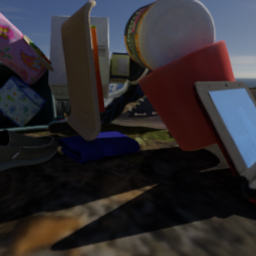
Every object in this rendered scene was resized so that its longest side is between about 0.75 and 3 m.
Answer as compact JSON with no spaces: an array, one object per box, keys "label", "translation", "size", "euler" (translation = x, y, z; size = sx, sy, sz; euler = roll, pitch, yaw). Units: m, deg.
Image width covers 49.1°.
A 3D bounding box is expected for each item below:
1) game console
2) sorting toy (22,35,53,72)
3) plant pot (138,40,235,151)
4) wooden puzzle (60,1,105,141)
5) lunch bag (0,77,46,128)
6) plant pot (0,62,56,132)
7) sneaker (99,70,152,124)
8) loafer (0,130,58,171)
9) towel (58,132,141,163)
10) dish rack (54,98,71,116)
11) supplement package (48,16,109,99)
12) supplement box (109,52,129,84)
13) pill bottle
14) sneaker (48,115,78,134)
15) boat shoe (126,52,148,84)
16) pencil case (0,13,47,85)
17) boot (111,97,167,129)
[{"label":"game console","translation":[2.730,0.077,4.704],"size":[2.486,1.712,2.884],"euler":[7,13,37]},{"label":"sorting toy","translation":[-2.138,-1.798,6.744],"size":[0.144,0.791,0.732],"euler":[-37,-21,3]},{"label":"plant pot","translation":[1.619,-0.663,6.732],"size":[2.267,2.006,2.267],"euler":[-24,3,1]},{"label":"wooden puzzle","translation":[-1.109,-1.321,6.733],"size":[0.524,2.814,2.603],"euler":[-5,13,-22]},{"label":"lunch bag","translation":[-3.204,-0.781,8.180],"size":[0.993,1.168,0.744],"euler":[-41,23,16]},{"label":"plant pot","translation":[-4.024,-0.939,9.744],"size":[2.178,2.172,2.218],"euler":[-7,2,-37]},{"label":"sneaker","translation":[-0.236,-1.447,10.572],"size":[2.941,1.113,1.133],"euler":[-38,52,-16]},{"label":"loafer","translation":[-2.305,0.394,5.713],"size":[0.785,0.727,2.087],"euler":[6,12,33]},{"label":"towel","translation":[-0.664,0.457,6.535],"size":[1.612,0.399,1.190],"euler":[-7,19,-36]},{"label":"dish rack","translation":[-3.191,-1.165,12.109],"size":[2.116,0.753,2.759],"euler":[-4,-15,-17]},{"label":"supplement package","translation":[-1.506,-2.201,8.974],"size":[1.794,2.303,1.277],"euler":[0,-13,-6]},{"label":"supplement box","translation":[-0.310,-1.943,9.215],"size":[0.557,0.829,0.829],"euler":[2,-4,-10]},{"label":"pill bottle","translation":[0.818,-2.298,7.160],"size":[1.719,1.719,2.954],"euler":[-2,18,-11]},{"label":"sneaker","translation":[-1.868,-0.099,8.741],"size":[1.214,0.507,0.733],"euler":[-1,19,-14]},{"label":"boat shoe","translation":[0.342,-2.507,9.193],"size":[0.814,2.183,0.679],"euler":[12,-7,40]},{"label":"pencil case","translation":[-3.566,-2.434,8.334],"size":[1.103,2.523,1.103],"euler":[-41,18,17]},{"label":"boot","translation":[0.459,-0.638,10.440],"size":[2.464,1.113,0.896],"euler":[5,11,26]}]
